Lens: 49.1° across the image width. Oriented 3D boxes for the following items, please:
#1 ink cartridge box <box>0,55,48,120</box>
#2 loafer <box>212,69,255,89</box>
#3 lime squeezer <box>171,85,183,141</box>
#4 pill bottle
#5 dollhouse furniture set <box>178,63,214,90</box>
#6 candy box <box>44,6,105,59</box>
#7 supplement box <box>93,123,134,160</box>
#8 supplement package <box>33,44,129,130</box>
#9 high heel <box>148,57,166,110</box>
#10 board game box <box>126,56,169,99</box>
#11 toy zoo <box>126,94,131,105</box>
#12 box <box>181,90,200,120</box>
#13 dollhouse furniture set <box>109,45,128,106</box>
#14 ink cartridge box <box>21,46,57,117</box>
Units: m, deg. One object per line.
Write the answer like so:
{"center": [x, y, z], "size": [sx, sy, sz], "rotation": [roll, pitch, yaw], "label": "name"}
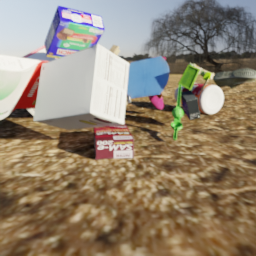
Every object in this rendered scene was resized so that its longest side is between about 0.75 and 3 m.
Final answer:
{"center": [-3.126, -0.979, 7.748], "size": [2.663, 2.143, 0.667], "rotation": [-1, 55, -45], "label": "ink cartridge box"}
{"center": [3.465, -1.562, 9.053], "size": [1.412, 0.492, 0.531], "rotation": [5, 42, 41], "label": "loafer"}
{"center": [1.533, -0.382, 8.945], "size": [0.381, 2.018, 0.713], "rotation": [-2, -30, 25], "label": "lime squeezer"}
{"center": [3.256, -1.452, 13.325], "size": [1.314, 1.314, 2.326], "rotation": [-6, 14, -24], "label": "pill bottle"}
{"center": [2.458, -1.822, 10.185], "size": [0.967, 0.747, 1.936], "rotation": [30, 21, 16], "label": "dollhouse furniture set"}
{"center": [-1.535, -2.535, 7.824], "size": [1.254, 0.571, 1.483], "rotation": [1, -24, -30], "label": "candy box"}
{"center": [-0.457, 0.311, 7.741], "size": [0.988, 0.553, 1.816], "rotation": [-2, 15, -9], "label": "supplement box"}
{"center": [-1.227, -0.912, 7.237], "size": [2.148, 1.673, 1.191], "rotation": [-5, -16, 38], "label": "supplement package"}
{"center": [1.310, -1.741, 11.455], "size": [1.160, 2.413, 0.813], "rotation": [-10, 43, 24], "label": "high heel"}
{"center": [0.718, -1.825, 10.542], "size": [1.875, 1.481, 0.365], "rotation": [-6, -14, 28], "label": "board game box"}
{"center": [-0.798, -1.615, 11.944], "size": [1.709, 2.605, 0.267], "rotation": [-16, -32, 17], "label": "toy zoo"}
{"center": [2.214, -0.828, 10.026], "size": [0.413, 0.739, 1.047], "rotation": [-12, 24, 3], "label": "box"}
{"center": [-0.788, -2.156, 11.039], "size": [2.539, 2.977, 1.453], "rotation": [27, -9, 37], "label": "dollhouse furniture set"}
{"center": [-3.347, -1.645, 10.702], "size": [1.988, 1.157, 2.729], "rotation": [-31, -10, -9], "label": "ink cartridge box"}
